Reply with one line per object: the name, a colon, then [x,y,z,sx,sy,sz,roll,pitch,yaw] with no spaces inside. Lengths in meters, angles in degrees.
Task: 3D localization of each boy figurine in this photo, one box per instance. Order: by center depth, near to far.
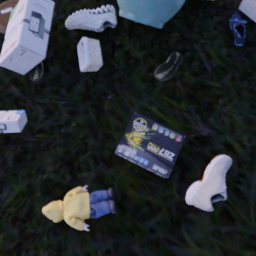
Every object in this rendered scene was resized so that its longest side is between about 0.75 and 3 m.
boy figurine: [-1.422,2.401,8.243,2.116,0.682,1.315,-12,61,-3]

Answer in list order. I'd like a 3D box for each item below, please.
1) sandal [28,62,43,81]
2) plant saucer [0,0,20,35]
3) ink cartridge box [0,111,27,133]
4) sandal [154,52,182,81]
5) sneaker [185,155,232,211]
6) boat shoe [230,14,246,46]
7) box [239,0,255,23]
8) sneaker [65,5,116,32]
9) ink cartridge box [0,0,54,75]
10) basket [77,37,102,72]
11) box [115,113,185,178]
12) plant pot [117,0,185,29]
sandal: [-3.326,-2.207,10.255,0.534,0.383,1.344,-16,55,2]
plant saucer: [-4.571,-4.478,11.193,1.763,0.260,1.763,0,69,1]
ink cartridge box: [-3.884,-0.181,8.677,1.250,0.424,0.725,-3,29,1]
sandal: [1.490,-2.180,10.210,0.585,0.420,1.474,42,64,1]
sneaker: [2.613,1.668,8.228,0.921,0.758,2.003,25,60,41]
boat shoe: [4.337,-3.866,10.818,0.597,0.487,1.418,-7,69,-3]
box: [5.574,-5.295,10.633,1.869,1.879,1.228,-40,76,-14]
sneaker: [-1.405,-4.079,10.782,2.023,0.760,0.820,-16,87,-7]
ink cartridge box: [-3.528,-3.257,9.723,0.979,1.700,2.330,20,64,-39]
basket: [-1.363,-2.590,10.000,0.644,0.707,1.044,-5,80,-29]
box: [0.700,0.553,8.945,1.832,0.450,1.476,27,76,1]
plant pot: [0.710,-4.753,10.126,2.822,2.822,1.891,22,113,8]
